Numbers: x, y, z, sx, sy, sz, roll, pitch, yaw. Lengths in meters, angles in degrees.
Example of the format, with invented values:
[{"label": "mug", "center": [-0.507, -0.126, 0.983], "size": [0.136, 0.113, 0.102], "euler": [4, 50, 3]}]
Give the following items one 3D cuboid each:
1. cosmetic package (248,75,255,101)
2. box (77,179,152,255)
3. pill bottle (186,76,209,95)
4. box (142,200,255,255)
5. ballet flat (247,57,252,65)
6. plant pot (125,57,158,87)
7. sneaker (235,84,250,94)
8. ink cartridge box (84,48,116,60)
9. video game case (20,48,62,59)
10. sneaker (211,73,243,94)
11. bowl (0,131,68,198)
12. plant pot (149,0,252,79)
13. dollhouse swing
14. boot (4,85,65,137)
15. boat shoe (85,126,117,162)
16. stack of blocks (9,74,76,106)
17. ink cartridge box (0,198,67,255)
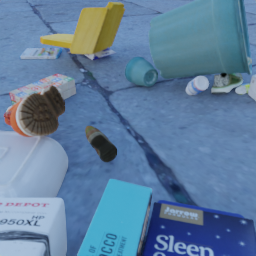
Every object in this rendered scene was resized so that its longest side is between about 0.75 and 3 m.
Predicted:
[{"label": "cosmetic package", "center": [5.174, -1.277, 9.100], "size": [2.113, 0.782, 1.074], "euler": [-8, 36, -8]}, {"label": "box", "center": [-0.337, 2.119, 3.574], "size": [0.717, 1.200, 2.917], "euler": [11, 35, 9]}, {"label": "pill bottle", "center": [2.225, -1.354, 9.156], "size": [0.480, 0.480, 0.855], "euler": [-9, -6, -13]}, {"label": "box", "center": [1.067, 2.031, 4.188], "size": [1.716, 0.459, 2.833], "euler": [7, 28, 11]}, {"label": "ballet flat", "center": [3.415, -2.326, 9.105], "size": [0.513, 0.513, 1.476], "euler": [-13, 37, -19]}, {"label": "plant pot", "center": [0.525, -1.912, 9.858], "size": [0.969, 0.969, 0.911], "euler": [-19, 37, -26]}, {"label": "sneaker", "center": [3.998, -1.361, 9.735], "size": [0.799, 0.303, 0.420], "euler": [-10, 17, -15]}, {"label": "ink cartridge box", "center": [-1.557, -3.584, 12.801], "size": [0.997, 0.391, 2.106], "euler": [-25, 47, -34]}, {"label": "video game case", "center": [-3.987, -3.456, 12.948], "size": [1.666, 0.148, 1.192], "euler": [-1, 33, -1]}, {"label": "sneaker", "center": [3.476, -1.772, 9.729], "size": [0.672, 0.775, 1.748], "euler": [10, 31, 40]}, {"label": "bowl", "center": [-2.683, 0.896, 5.718], "size": [2.463, 0.921, 2.466], "euler": [4, 35, 8]}, {"label": "plant pot", "center": [2.325, -2.864, 9.049], "size": [2.775, 2.833, 2.833], "euler": [-7, 28, 28]}, {"label": "dollhouse swing", "center": [-1.820, -4.184, 11.164], "size": [2.349, 2.428, 2.672], "euler": [26, 26, 3]}, {"label": "boot", "center": [-2.283, -0.224, 6.333], "size": [1.307, 0.915, 2.438], "euler": [-22, 15, 4]}, {"label": "boat shoe", "center": [-0.591, 0.339, 6.245], "size": [0.435, 1.209, 0.411], "euler": [-34, 55, -8]}, {"label": "stack of blocks", "center": [-2.582, -1.076, 8.968], "size": [1.111, 0.565, 1.930], "euler": [22, 39, 30]}, {"label": "ink cartridge box", "center": [-1.892, 1.892, 3.453], "size": [1.776, 1.034, 2.456], "euler": [1, 15, -1]}]
